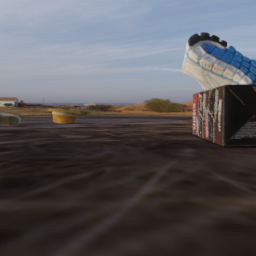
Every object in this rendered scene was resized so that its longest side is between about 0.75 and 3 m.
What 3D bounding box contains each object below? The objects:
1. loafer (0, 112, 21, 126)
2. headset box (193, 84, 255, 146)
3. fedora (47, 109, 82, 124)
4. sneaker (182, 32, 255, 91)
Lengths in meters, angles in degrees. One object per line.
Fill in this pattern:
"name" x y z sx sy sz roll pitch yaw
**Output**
"loafer" -3.728 -0.240 8.323 1.151 0.436 0.393 9 2 3
"headset box" 1.736 -0.188 3.915 1.399 0.726 1.880 0 5 3
"fedora" -2.429 -0.429 10.666 1.294 0.528 1.294 6 2 0
"sneaker" 2.065 -0.867 5.438 2.334 0.875 1.012 37 -24 10
